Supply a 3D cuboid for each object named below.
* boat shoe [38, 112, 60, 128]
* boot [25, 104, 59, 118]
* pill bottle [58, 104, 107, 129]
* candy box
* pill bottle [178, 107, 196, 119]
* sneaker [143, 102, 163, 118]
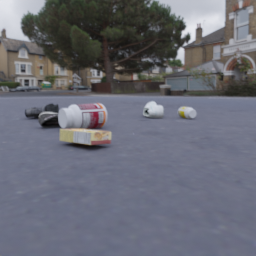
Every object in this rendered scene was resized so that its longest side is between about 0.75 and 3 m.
[{"bbox_3d":[-2.910,-0.371,13.026,2.422,0.810,0.690,-7,35,-15],"label":"boat shoe"},{"bbox_3d":[-5.037,-0.842,15.994,1.803,0.956,2.739,-5,2,-4],"label":"boot"},{"bbox_3d":[-1.999,-0.486,12.337,1.969,1.112,1.112,-6,11,-39],"label":"pill bottle"},{"bbox_3d":[-1.385,0.275,8.979,1.520,0.420,0.877,3,3,40],"label":"candy box"},{"bbox_3d":[3.481,-0.881,16.473,0.654,0.654,1.175,-3,9,-19],"label":"pill bottle"},{"bbox_3d":[1.339,-1.124,17.393,1.020,0.895,2.545,-5,10,-12],"label":"sneaker"}]
